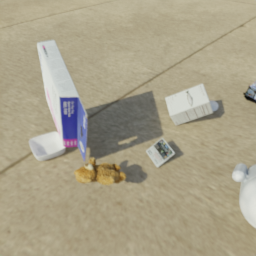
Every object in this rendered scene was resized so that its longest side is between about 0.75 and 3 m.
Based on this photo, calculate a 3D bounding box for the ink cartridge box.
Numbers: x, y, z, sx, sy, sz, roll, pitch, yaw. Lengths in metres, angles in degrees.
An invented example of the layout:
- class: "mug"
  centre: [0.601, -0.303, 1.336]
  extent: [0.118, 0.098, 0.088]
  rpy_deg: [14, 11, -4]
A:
- class: "ink cartridge box"
  centre: [-2.033, -0.664, 8.678]
  extent: [0.624, 2.830, 2.882]
  rpy_deg: [-16, 62, -19]

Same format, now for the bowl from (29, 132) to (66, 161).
- class: "bowl"
  centre: [-2.792, 0.694, 9.774]
  extent: [1.115, 0.417, 1.117]
  rpy_deg: [-19, 41, -23]

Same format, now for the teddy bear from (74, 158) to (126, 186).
- class: "teddy bear"
  centre: [-0.733, 1.213, 7.794]
  extent: [1.484, 0.495, 1.076]
  rpy_deg: [15, 30, -21]

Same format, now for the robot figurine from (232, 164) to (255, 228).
- class: "robot figurine"
  centre: [3.634, 1.738, 7.139]
  extent: [2.172, 1.446, 2.561]
  rpy_deg: [36, 19, 16]

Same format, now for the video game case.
- class: "video game case"
  centre: [1.076, 0.828, 9.459]
  extent: [0.748, 0.096, 0.823]
  rpy_deg: [-40, 44, 6]

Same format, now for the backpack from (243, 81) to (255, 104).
- class: "backpack"
  centre: [5.969, -1.553, 12.343]
  extent: [1.213, 0.935, 1.155]
  rpy_deg: [-19, 52, -27]

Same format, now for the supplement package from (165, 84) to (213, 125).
- class: "supplement package"
  centre: [2.331, -0.868, 10.757]
  extent: [1.523, 0.893, 0.890]
  rpy_deg: [-20, 57, 16]

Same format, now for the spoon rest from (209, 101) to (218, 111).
- class: "spoon rest"
  centre: [3.248, -0.953, 11.508]
  extent: [0.908, 0.275, 0.451]
  rpy_deg: [14, 77, 9]
